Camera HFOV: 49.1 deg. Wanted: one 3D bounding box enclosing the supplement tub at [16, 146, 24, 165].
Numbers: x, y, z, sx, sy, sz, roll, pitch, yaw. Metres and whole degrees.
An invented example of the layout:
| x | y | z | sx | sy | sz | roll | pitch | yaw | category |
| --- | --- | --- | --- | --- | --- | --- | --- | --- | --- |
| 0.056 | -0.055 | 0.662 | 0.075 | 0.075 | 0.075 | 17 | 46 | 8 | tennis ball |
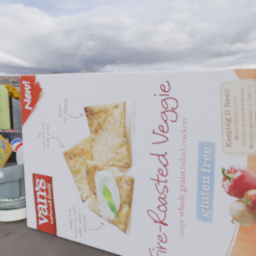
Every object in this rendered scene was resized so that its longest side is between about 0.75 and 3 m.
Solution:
| x | y | z | sx | sy | sz | roll | pitch | yaw | category |
| --- | --- | --- | --- | --- | --- | --- | --- | --- | --- |
| -1.860 | 0.595 | 6.060 | 0.589 | 0.589 | 0.893 | 6 | 9 | 35 | supplement tub |

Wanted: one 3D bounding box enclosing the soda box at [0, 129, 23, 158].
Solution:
| x | y | z | sx | sy | sz | roll | pitch | yaw | category |
| --- | --- | --- | --- | --- | --- | --- | --- | --- | --- |
| -3.066 | 0.392 | 7.186 | 2.086 | 0.660 | 0.738 | 1 | 7 | -1 | soda box |

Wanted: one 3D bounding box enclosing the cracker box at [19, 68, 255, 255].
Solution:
| x | y | z | sx | sy | sz | roll | pitch | yaw | category |
| --- | --- | --- | --- | --- | --- | --- | --- | --- | --- |
| 0.136 | 0.359 | 3.064 | 2.848 | 1.907 | 0.821 | 4 | 9 | 27 | cracker box |

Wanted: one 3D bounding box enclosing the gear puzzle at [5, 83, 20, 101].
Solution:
| x | y | z | sx | sy | sz | roll | pitch | yaw | category |
| --- | --- | --- | --- | --- | --- | --- | --- | --- | --- |
| -2.150 | -0.162 | 6.957 | 0.327 | 2.500 | 1.295 | -44 | 8 | 3 | gear puzzle |

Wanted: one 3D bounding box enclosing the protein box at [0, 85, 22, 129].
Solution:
| x | y | z | sx | sy | sz | roll | pitch | yaw | category |
| --- | --- | --- | --- | --- | --- | --- | --- | --- | --- |
| -4.024 | -0.334 | 8.176 | 1.795 | 1.809 | 1.220 | 1 | 8 | 4 | protein box |

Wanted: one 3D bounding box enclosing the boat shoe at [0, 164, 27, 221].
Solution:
| x | y | z | sx | sy | sz | roll | pitch | yaw | category |
| --- | --- | --- | --- | --- | --- | --- | --- | --- | --- |
| -2.311 | 0.750 | 4.358 | 2.465 | 0.762 | 0.898 | 5 | 10 | 33 | boat shoe |

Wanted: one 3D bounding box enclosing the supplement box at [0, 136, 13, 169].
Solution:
| x | y | z | sx | sy | sz | roll | pitch | yaw | category |
| --- | --- | --- | --- | --- | --- | --- | --- | --- | --- |
| -3.597 | 0.414 | 5.713 | 2.337 | 0.778 | 0.804 | 5 | -35 | 22 | supplement box |
